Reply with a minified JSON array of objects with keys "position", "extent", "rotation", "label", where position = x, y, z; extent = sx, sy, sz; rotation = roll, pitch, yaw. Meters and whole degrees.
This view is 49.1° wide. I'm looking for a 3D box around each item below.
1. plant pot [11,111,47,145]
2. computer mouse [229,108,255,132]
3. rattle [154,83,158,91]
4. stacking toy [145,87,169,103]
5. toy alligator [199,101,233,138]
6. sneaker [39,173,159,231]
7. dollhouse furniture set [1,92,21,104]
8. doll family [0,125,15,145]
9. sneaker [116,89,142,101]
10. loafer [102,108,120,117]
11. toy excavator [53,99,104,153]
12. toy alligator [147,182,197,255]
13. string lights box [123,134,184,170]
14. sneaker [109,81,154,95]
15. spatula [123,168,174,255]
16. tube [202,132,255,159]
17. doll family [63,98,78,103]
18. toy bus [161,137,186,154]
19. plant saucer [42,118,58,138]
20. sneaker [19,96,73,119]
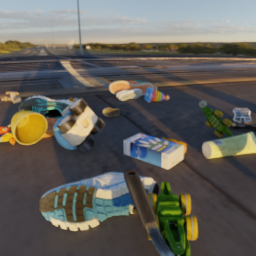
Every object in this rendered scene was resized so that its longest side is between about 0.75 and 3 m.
[{"position":[-3.485,-0.119,9.507],"extent":[1.161,1.161,0.824],"rotation":[-17,38,-41],"label":"plant pot"},{"position":[4.945,-0.339,12.097],"extent":[1.131,0.452,2.062],"rotation":[2,24,20],"label":"computer mouse"},{"position":[1.554,-2.435,17.469],"extent":[0.602,0.843,0.549],"rotation":[11,53,8],"label":"rattle"},{"position":[1.737,-1.791,16.072],"extent":[1.417,0.823,0.778],"rotation":[8,16,-20],"label":"stacking toy"},{"position":[3.266,-0.388,10.900],"extent":[0.513,0.707,2.134],"rotation":[11,33,-38],"label":"toy alligator"},{"position":[-0.680,1.492,6.242],"extent":[2.598,0.974,1.126],"rotation":[-1,11,-28],"label":"sneaker"},{"position":[-6.692,-1.731,15.907],"extent":[1.073,0.556,0.475],"rotation":[8,19,23],"label":"dollhouse furniture set"},{"position":[-4.400,0.293,10.117],"extent":[0.988,0.717,1.592],"rotation":[-17,7,-24],"label":"doll family"},{"position":[0.053,-2.059,16.634],"extent":[1.698,0.620,0.601],"rotation":[-15,39,-33],"label":"sneaker"},{"position":[-0.837,-0.703,13.101],"extent":[0.399,0.442,1.167],"rotation":[-4,-1,34],"label":"loafer"},{"position":[-2.066,-0.200,10.236],"extent":[2.512,1.255,2.442],"rotation":[-16,35,42],"label":"toy excavator"},{"position":[0.794,1.948,5.123],"extent":[0.891,0.646,2.688],"rotation":[-1,22,3],"label":"toy alligator"},{"position":[0.780,0.706,8.871],"extent":[1.727,0.509,0.887],"rotation":[15,26,38],"label":"string lights box"},{"position":[0.137,-2.468,17.567],"extent":[2.797,0.998,1.117],"rotation":[1,13,-12],"label":"sneaker"},{"position":[0.422,1.626,4.282],"extent":[0.817,0.297,2.890],"rotation":[-10,36,-15],"label":"spatula"},{"position":[3.448,0.608,9.176],"extent":[2.101,0.609,0.545],"rotation":[-8,11,-19],"label":"tube"},{"position":[-3.192,-1.425,15.005],"extent":[1.221,0.550,0.758],"rotation":[11,22,29],"label":"doll family"},{"position":[1.492,0.588,9.445],"extent":[0.904,0.354,0.294],"rotation":[14,29,35],"label":"toy bus"},{"position":[-3.432,0.006,11.201],"extent":[1.783,0.334,1.783],"rotation":[0,20,0],"label":"plant saucer"},{"position":[-3.767,-0.814,12.670],"extent":[2.644,1.026,1.206],"rotation":[1,23,7],"label":"sneaker"}]
